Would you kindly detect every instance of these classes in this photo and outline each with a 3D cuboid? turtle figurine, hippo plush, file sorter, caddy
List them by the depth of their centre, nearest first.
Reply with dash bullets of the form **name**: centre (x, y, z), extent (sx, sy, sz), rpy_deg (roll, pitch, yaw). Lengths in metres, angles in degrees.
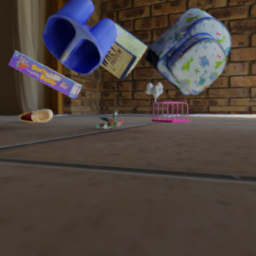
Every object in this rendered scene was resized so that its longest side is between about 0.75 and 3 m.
- **caddy**: centre (-1.420, -2.374, 7.695), extent (1.710, 1.270, 2.419), rpy_deg (39, -22, -17)
- **turtle figurine**: centre (-0.724, -0.226, 11.126), extent (1.191, 0.600, 0.892), rpy_deg (1, 44, 41)
- **hippo plush**: centre (1.303, -1.926, 14.394), extent (0.737, 0.916, 0.730), rpy_deg (20, 29, 28)
- **file sorter**: centre (2.657, -1.003, 17.808), extent (1.395, 1.259, 2.008), rpy_deg (-2, 4, -34)

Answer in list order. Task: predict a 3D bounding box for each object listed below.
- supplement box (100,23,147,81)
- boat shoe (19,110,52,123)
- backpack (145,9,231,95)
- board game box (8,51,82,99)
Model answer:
- **supplement box**: centre (-0.434, -3.575, 12.986), extent (1.957, 1.313, 1.955), rpy_deg (35, 38, -3)
- **boat shoe**: centre (-5.603, -0.660, 16.894), extent (2.142, 0.790, 0.741), rpy_deg (-9, 3, 20)
- **backpack**: centre (2.564, -2.871, 10.880), extent (2.597, 2.838, 2.086), rpy_deg (34, 14, -40)
- **board game box**: centre (-3.054, -1.976, 10.764), extent (2.531, 0.567, 1.702), rpy_deg (27, 4, -11)
